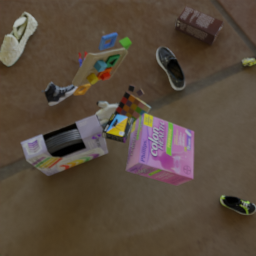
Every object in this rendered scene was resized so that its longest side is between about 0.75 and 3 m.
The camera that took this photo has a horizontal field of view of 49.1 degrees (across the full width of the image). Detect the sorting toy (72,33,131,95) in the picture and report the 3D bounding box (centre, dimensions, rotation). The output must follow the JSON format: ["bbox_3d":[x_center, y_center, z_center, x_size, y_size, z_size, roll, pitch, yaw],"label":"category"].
[{"bbox_3d":[-0.853,-1.848,8.984,1.585,2.816,0.384,-22,72,-43],"label":"sorting toy"}]

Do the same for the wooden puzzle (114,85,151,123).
[{"bbox_3d":[0.128,-0.598,9.867,1.038,1.750,0.123,35,28,7],"label":"wooden puzzle"}]

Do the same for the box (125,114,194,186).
[{"bbox_3d":[1.040,0.712,8.829,1.895,0.916,1.667,19,60,-18],"label":"box"}]

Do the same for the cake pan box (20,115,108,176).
[{"bbox_3d":[-1.984,0.667,9.503,2.478,2.691,0.704,-22,71,-10],"label":"cake pan box"}]

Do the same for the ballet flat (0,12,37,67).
[{"bbox_3d":[-5.021,-4.058,12.482,0.971,0.971,2.705,18,69,7],"label":"ballet flat"}]

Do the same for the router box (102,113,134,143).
[{"bbox_3d":[-0.287,-0.008,8.291,0.711,0.243,0.953,14,40,8],"label":"router box"}]

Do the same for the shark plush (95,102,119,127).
[{"bbox_3d":[-0.333,-0.707,10.652,2.048,0.853,0.931,-18,83,16],"label":"shark plush"}]

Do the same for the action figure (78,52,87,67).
[{"bbox_3d":[-1.924,-2.547,12.127,0.483,0.382,1.476,-4,72,4],"label":"action figure"}]

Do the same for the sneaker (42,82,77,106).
[{"bbox_3d":[-2.773,-1.577,11.380,1.439,0.543,0.819,-36,110,-13],"label":"sneaker"}]

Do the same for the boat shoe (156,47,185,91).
[{"bbox_3d":[1.838,-2.680,11.960,0.791,0.749,2.261,-15,68,-6],"label":"boat shoe"}]

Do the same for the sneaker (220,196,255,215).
[{"bbox_3d":[3.867,2.703,9.811,1.313,0.544,0.471,14,68,6],"label":"sneaker"}]

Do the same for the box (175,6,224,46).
[{"bbox_3d":[3.242,-4.698,12.845,1.930,0.723,0.967,29,70,13],"label":"box"}]

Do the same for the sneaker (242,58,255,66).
[{"bbox_3d":[5.449,-2.879,12.319,0.835,0.315,0.319,-2,74,10],"label":"sneaker"}]
